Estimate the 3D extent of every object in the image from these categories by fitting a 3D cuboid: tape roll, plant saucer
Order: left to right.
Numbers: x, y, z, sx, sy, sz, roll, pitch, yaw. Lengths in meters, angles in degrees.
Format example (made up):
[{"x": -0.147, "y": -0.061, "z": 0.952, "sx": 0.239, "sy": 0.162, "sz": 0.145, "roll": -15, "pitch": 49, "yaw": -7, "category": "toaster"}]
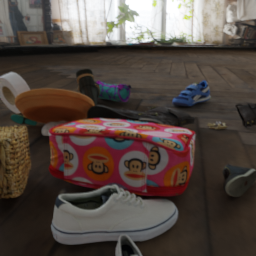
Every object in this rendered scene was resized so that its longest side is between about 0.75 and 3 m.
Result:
[{"x": -4.291, "y": -1.302, "z": 10.569, "sx": 1.497, "sy": 1.497, "sz": 0.523, "roll": 14, "pitch": 38, "yaw": 34, "category": "tape roll"}, {"x": -2.269, "y": -0.563, "z": 8.756, "sx": 2.405, "sy": 0.450, "sz": 2.405, "roll": -2, "pitch": -16, "yaw": -1, "category": "plant saucer"}]

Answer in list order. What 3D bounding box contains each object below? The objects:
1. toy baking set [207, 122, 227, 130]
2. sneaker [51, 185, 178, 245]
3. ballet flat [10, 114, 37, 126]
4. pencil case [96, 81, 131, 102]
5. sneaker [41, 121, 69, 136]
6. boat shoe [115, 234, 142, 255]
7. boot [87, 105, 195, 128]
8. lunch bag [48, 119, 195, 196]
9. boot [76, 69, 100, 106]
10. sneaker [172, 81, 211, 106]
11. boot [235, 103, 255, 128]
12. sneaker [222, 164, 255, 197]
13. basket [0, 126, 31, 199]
[{"x": 3.037, "y": -0.095, "z": 9.453, "sx": 0.781, "sy": 0.091, "sz": 0.599, "roll": -6, "pitch": 21, "yaw": -16, "category": "toy baking set"}, {"x": -0.134, "y": 1.342, "z": 4.536, "sx": 2.140, "sy": 0.757, "sz": 0.781, "roll": -2, "pitch": 20, "yaw": -21, "category": "sneaker"}, {"x": -3.502, "y": -0.265, "z": 9.360, "sx": 0.892, "sy": 0.315, "sz": 0.315, "roll": 16, "pitch": 10, "yaw": -31, "category": "ballet flat"}, {"x": -0.710, "y": -1.622, "z": 12.356, "sx": 0.776, "sy": 0.843, "sz": 1.825, "roll": -40, "pitch": 33, "yaw": -29, "category": "pencil case"}, {"x": -2.110, "y": 0.013, "z": 8.737, "sx": 0.620, "sy": 0.395, "sz": 1.073, "roll": 9, "pitch": 21, "yaw": 32, "category": "sneaker"}, {"x": 0.052, "y": 1.881, "z": 3.757, "sx": 0.394, "sy": 0.350, "sz": 1.071, "roll": -9, "pitch": 22, "yaw": -21, "category": "boat shoe"}, {"x": 0.447, "y": -0.243, "z": 8.901, "sx": 2.872, "sy": 0.994, "sz": 2.500, "roll": 15, "pitch": 21, "yaw": 23, "category": "boot"}, {"x": -0.011, "y": 0.427, "z": 6.247, "sx": 2.940, "sy": 1.204, "sz": 2.590, "roll": 7, "pitch": 13, "yaw": 18, "category": "lunch bag"}, {"x": -1.535, "y": -1.116, "z": 11.294, "sx": 0.893, "sy": 1.596, "sz": 2.307, "roll": -15, "pitch": -17, "yaw": 3, "category": "boot"}, {"x": 2.676, "y": -1.447, "z": 11.953, "sx": 2.078, "sy": 0.855, "sz": 0.768, "roll": -21, "pitch": 27, "yaw": -33, "category": "sneaker"}, {"x": 4.546, "y": -0.293, "z": 9.223, "sx": 1.531, "sy": 0.609, "sz": 1.758, "roll": -19, "pitch": 50, "yaw": 2, "category": "boot"}, {"x": 2.170, "y": 1.091, "z": 5.903, "sx": 1.166, "sy": 0.436, "sz": 0.619, "roll": -8, "pitch": 15, "yaw": -43, "category": "sneaker"}, {"x": -2.754, "y": 0.712, "z": 5.474, "sx": 1.348, "sy": 1.292, "sz": 1.810, "roll": -4, "pitch": 9, "yaw": -10, "category": "basket"}]
